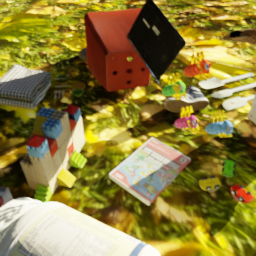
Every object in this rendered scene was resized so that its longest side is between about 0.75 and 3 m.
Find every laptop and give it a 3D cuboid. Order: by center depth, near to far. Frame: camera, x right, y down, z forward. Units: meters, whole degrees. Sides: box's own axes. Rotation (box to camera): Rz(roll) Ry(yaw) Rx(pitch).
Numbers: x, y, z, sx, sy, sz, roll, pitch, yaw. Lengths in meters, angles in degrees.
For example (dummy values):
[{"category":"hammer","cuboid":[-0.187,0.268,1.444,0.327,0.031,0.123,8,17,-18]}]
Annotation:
[{"category":"laptop","cuboid":[0.888,-2.251,8.177,1.106,2.141,1.897,-11,60,-39]}]

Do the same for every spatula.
[{"category":"spatula","cuboid":[4.587,-1.655,11.570,2.862,0.230,1.990,-17,43,-19]}]

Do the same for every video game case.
[{"category":"video game case","cuboid":[0.669,1.189,8.322,1.492,0.182,2.086,30,49,30]}]

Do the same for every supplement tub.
[{"category":"supplement tub","cuboid":[-1.113,2.680,5.091,2.969,2.152,2.152,18,44,20]}]

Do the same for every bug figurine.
[{"category":"bug figurine","cuboid":[1.627,-0.619,6.765,0.560,2.176,1.687,-29,10,-37]}]

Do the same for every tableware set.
[{"category":"tableware set","cuboid":[-2.457,-1.888,11.779,1.299,0.296,1.929,-4,41,-5]}]

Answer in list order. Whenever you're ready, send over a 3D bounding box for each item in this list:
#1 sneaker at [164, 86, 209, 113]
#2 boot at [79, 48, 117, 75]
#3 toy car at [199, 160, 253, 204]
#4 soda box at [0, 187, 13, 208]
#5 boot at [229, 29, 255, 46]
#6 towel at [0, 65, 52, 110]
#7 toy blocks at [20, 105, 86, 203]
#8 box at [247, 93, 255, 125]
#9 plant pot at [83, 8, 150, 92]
[{"category":"sneaker","cuboid":[2.088,-1.117,10.629,1.737,0.609,0.942,-2,45,-13]},{"category":"boot","cuboid":[-0.902,-3.285,12.872,2.181,0.870,2.399,-37,43,-20]},{"category":"toy car","cuboid":[2.786,1.462,7.911,1.421,0.317,1.337,15,43,16]},{"category":"soda box","cuboid":[-4.215,1.947,6.990,2.440,0.774,0.854,3,40,5]},{"category":"boot","cuboid":[4.152,-3.085,9.426,0.634,0.619,1.680,-3,15,-27]},{"category":"towel","cuboid":[-4.126,-1.664,11.076,1.687,0.872,2.038,7,41,7]},{"category":"toy blocks","cuboid":[-2.091,0.350,7.912,1.444,1.975,2.890,12,42,13]},{"category":"box","cuboid":[5.723,-0.874,9.623,2.527,1.572,1.232,-12,42,-13]},{"category":"plant pot","cuboid":[-0.253,-2.994,11.453,2.655,2.652,2.340,-9,49,-10]}]
